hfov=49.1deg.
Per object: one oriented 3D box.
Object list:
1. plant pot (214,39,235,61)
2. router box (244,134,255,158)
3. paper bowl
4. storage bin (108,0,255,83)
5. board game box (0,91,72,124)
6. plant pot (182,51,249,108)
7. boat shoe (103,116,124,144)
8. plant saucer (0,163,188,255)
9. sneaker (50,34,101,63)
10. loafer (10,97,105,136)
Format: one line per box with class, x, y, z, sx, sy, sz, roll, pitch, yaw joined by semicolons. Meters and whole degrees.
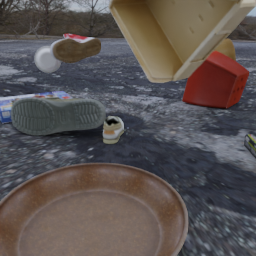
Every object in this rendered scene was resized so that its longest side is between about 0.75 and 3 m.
plant pot;4.184;-3.565;14.827;2.225;2.073;2.073;-4;22;-2
router box;3.375;0.486;6.712;0.785;0.325;1.048;1;21;1
paper bowl;-2.811;-2.390;9.808;0.897;0.897;0.466;-5;19;-14
storage bin;0.822;-2.316;5.235;1.037;2.198;2.214;-19;-16;-29
board game box;-3.246;-0.807;9.866;2.478;0.427;1.677;-11;24;-26
plant pot;3.394;-1.708;10.552;1.629;1.847;1.848;30;34;32
boat shoe;-0.400;-0.076;7.900;0.552;0.505;1.478;1;21;2
plant saucer;-0.554;1.394;4.156;2.806;0.513;2.806;1;21;0
sneaker;-1.957;-2.590;9.035;1.182;0.749;2.102;17;26;29
loafer;-1.971;-0.352;8.089;2.904;1.092;1.012;3;6;12
